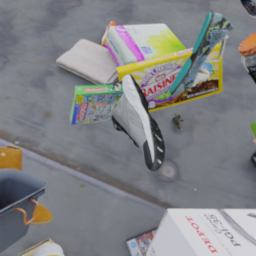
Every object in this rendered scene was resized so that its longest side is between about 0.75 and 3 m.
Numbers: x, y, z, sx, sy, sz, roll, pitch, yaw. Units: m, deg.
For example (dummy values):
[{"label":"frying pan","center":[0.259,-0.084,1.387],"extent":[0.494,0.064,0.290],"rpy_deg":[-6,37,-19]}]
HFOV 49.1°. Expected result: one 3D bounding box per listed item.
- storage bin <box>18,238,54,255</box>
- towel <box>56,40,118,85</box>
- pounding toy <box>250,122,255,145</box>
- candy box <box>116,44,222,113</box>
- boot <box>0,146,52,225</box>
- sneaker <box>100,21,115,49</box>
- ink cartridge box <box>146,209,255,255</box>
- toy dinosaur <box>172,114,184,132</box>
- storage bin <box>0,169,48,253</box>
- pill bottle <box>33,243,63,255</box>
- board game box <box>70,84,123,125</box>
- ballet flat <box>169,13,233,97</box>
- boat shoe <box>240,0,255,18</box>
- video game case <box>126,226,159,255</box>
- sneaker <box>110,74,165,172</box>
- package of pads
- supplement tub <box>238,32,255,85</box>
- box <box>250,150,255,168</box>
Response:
[{"label":"storage bin","center":[-2.208,3.455,7.104],"extent":[0.903,0.423,0.896],"rpy_deg":[-25,58,-16]},{"label":"towel","center":[-1.389,-2.620,11.231],"extent":[2.641,0.455,1.750],"rpy_deg":[27,56,18]},{"label":"pounding toy","center":[3.259,0.218,6.347],"extent":[0.898,0.540,1.163],"rpy_deg":[49,32,-8]},{"label":"candy box","center":[1.193,-1.284,7.639],"extent":[2.835,1.449,0.374],"rpy_deg":[-16,32,-4]},{"label":"boot","center":[-2.509,1.194,6.192],"extent":[2.053,0.722,1.470],"rpy_deg":[17,92,-1]},{"label":"sneaker","center":[-0.776,-4.020,12.274],"extent":[0.624,0.591,1.619],"rpy_deg":[20,60,-12]},{"label":"ink cartridge box","center":[2.050,2.478,4.662],"extent":[2.870,1.188,2.103],"rpy_deg":[9,23,-27]},{"label":"toy dinosaur","center":[1.677,-0.269,9.730],"extent":[0.409,0.308,0.800],"rpy_deg":[-38,42,14]},{"label":"storage bin","center":[-2.265,1.575,4.919],"extent":[1.235,1.698,1.140],"rpy_deg":[17,100,13]},{"label":"pill bottle","center":[-1.358,2.689,4.868],"extent":[0.742,0.742,1.319],"rpy_deg":[-18,25,-12]},{"label":"board game box","center":[-0.670,-0.439,5.562],"extent":[0.869,1.291,0.188],"rpy_deg":[-7,69,-18]},{"label":"ballet flat","center":[1.670,-1.505,6.383],"extent":[0.773,2.081,0.773],"rpy_deg":[18,33,-12]},{"label":"boat shoe","center":[3.102,-3.106,7.129],"extent":[0.266,0.281,0.803],"rpy_deg":[17,45,-43]},{"label":"video game case","center":[0.985,3.342,7.300],"extent":[1.685,0.215,1.523],"rpy_deg":[-18,57,-12]},{"label":"sneaker","center":[0.142,-0.063,6.275],"extent":[0.933,0.869,2.352],"rpy_deg":[-28,62,11]},{"label":"package of pads","center":[0.692,-3.144,11.082],"extent":[2.798,0.954,2.162],"rpy_deg":[-12,55,-24]},{"label":"supplement tub","center":[3.733,-1.604,7.306],"extent":[1.807,1.107,1.107],"rpy_deg":[46,59,-18]},{"label":"box","center":[5.453,1.481,8.349],"extent":[2.482,0.611,2.571],"rpy_deg":[-14,56,-12]}]
